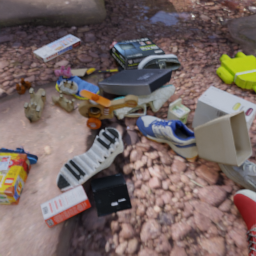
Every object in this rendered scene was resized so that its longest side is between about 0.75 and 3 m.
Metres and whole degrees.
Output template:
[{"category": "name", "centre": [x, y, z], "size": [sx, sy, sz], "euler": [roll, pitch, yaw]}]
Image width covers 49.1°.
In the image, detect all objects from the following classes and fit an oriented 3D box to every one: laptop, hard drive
[{"category": "laptop", "centre": [-0.589, 2.182, 9.295], "size": [1.135, 0.661, 1.280], "euler": [-12, 73, -10]}, {"category": "hard drive", "centre": [0.307, -2.020, 12.225], "size": [2.893, 0.612, 1.951], "euler": [10, 34, 42]}]

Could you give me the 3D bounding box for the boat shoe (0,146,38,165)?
[{"category": "boat shoe", "centre": [-4.004, 0.921, 10.088], "size": [1.618, 0.681, 0.555], "euler": [8, 51, 5]}]

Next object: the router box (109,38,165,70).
[{"category": "router box", "centre": [0.457, -3.828, 14.442], "size": [2.358, 0.733, 1.767], "euler": [-16, 48, -24]}]

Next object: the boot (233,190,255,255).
[{"category": "boot", "centre": [3.445, 3.182, 7.729], "size": [2.020, 1.014, 2.800], "euler": [-21, 53, -17]}]

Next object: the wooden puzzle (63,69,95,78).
[{"category": "wooden puzzle", "centre": [-2.529, -2.626, 13.602], "size": [1.661, 0.194, 1.120], "euler": [1, 30, 15]}]

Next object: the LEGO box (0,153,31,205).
[{"category": "LEGO box", "centre": [-4.514, 1.645, 9.295], "size": [2.067, 0.797, 1.539], "euler": [2, 46, 2]}]

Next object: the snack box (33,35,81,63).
[{"category": "snack box", "centre": [-3.875, -4.425, 15.487], "size": [0.919, 0.311, 2.557], "euler": [33, 54, 28]}]

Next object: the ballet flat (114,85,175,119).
[{"category": "ballet flat", "centre": [0.727, -1.006, 11.942], "size": [2.924, 1.049, 1.049], "euler": [-16, 48, -11]}]

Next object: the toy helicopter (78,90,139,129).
[{"category": "toy helicopter", "centre": [-0.803, -0.902, 10.755], "size": [2.436, 1.611, 0.961], "euler": [-11, 54, 17]}]

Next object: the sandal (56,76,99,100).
[{"category": "sandal", "centre": [-2.352, -1.930, 12.674], "size": [2.150, 0.936, 0.854], "euler": [14, 46, 11]}]

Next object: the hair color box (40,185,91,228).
[{"category": "hair color box", "centre": [-1.930, 2.395, 8.636], "size": [1.371, 0.420, 0.696], "euler": [-23, 37, -14]}]

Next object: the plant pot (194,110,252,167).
[{"category": "plant pot", "centre": [3.093, 0.368, 9.324], "size": [1.367, 1.544, 1.542], "euler": [-10, 5, 40]}]

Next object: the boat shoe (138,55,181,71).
[{"category": "boat shoe", "centre": [1.612, -3.111, 13.851], "size": [2.317, 0.835, 0.822], "euler": [-20, 45, -21]}]

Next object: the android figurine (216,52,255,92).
[{"category": "android figurine", "centre": [5.770, -2.734, 13.665], "size": [2.663, 0.601, 2.926], "euler": [-13, 47, -13]}]

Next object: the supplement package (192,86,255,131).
[{"category": "supplement package", "centre": [3.667, -0.412, 10.772], "size": [1.951, 1.520, 1.082], "euler": [29, 53, 26]}]

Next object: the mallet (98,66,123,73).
[{"category": "mallet", "centre": [-0.865, -2.900, 14.078], "size": [1.302, 0.268, 0.429], "euler": [-1, 46, 2]}]

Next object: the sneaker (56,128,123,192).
[{"category": "sneaker", "centre": [-1.214, 1.241, 9.613], "size": [2.728, 1.106, 1.025], "euler": [-40, 58, -9]}]

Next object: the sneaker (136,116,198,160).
[{"category": "sneaker", "centre": [1.532, 0.025, 10.583], "size": [2.765, 1.219, 1.041], "euler": [27, 54, 26]}]

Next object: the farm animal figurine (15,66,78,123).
[{"category": "farm animal figurine", "centre": [-3.345, -1.363, 12.010], "size": [2.497, 1.255, 2.016], "euler": [-19, 71, -22]}]

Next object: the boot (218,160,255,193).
[{"category": "boot", "centre": [4.224, 1.421, 9.089], "size": [1.065, 1.384, 2.895], "euler": [-28, 50, -24]}]

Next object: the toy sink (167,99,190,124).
[{"category": "toy sink", "centre": [2.029, -0.544, 11.249], "size": [0.670, 1.028, 0.576], "euler": [-32, 54, -28]}]
